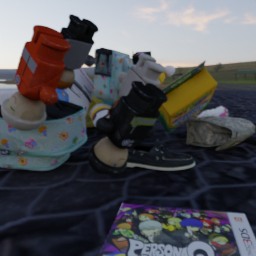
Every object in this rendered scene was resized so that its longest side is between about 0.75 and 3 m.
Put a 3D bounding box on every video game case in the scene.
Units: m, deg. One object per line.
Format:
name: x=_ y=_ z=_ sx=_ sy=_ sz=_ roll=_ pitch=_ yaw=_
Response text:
video game case: x=0.640 y=1.488 z=3.420 sx=1.833 sy=0.328 sz=1.661 roll=2 pitch=11 yaw=11

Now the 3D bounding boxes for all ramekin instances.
ramekin: x=-6.312 y=-1.318 z=15.119 sx=2.942 sy=1.544 sz=2.942 roll=0 pitch=11 yaw=0

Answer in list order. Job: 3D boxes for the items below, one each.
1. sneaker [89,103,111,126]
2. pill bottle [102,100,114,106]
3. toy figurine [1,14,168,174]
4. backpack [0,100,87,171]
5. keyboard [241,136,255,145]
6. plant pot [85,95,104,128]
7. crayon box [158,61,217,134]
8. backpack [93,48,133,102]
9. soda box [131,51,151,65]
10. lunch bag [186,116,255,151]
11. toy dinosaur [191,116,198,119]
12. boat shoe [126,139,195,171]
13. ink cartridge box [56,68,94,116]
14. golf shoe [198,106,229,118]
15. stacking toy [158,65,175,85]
sneaker: x=0.002 y=-0.079 z=10.450 sx=2.906 sy=1.089 sz=1.309 roll=3 pitch=35 yaw=-35
pill bottle: x=-0.363 y=-1.213 z=12.388 sx=1.288 sy=1.288 sz=2.325 roll=-11 pitch=47 yaw=-46
toy figurine: x=-0.786 y=-0.766 z=6.059 sx=2.997 sy=2.085 sz=2.951 roll=27 pitch=28 yaw=-8
backpack: x=-2.155 y=0.098 z=6.976 sx=2.241 sy=1.718 sz=1.970 roll=-3 pitch=13 yaw=16
keyboard: x=4.403 y=0.494 z=9.134 sx=0.980 sy=0.209 sz=1.632 roll=1 pitch=8 yaw=-33
plant pot: x=-1.950 y=-0.603 z=11.917 sx=1.520 sy=1.520 sz=1.430 roll=6 pitch=28 yaw=27
crayon box: x=1.817 y=-0.830 z=8.955 sx=1.704 sy=0.699 sz=2.711 roll=-34 pitch=-17 yaw=-1
backpack: x=-0.510 y=-1.861 z=10.292 sx=1.421 sy=1.854 sz=1.630 roll=18 pitch=13 yaw=19
soda box: x=0.531 y=-1.713 z=9.289 sx=0.548 sy=1.549 sz=0.491 roll=4 pitch=31 yaw=23
lunch bag: x=2.925 y=0.145 z=8.823 sx=1.388 sy=0.995 sz=1.692 roll=-8 pitch=9 yaw=-40
toy dinosaur: x=2.980 y=-0.645 z=14.681 sx=2.158 sy=0.628 sz=1.091 roll=10 pitch=-3 yaw=10
boat shoe: x=0.617 y=0.613 z=7.075 sx=2.108 sy=0.699 sz=0.788 roll=3 pitch=11 yaw=17
ink cartridge box: x=-2.203 y=-1.253 z=10.284 sx=0.957 sy=1.643 sz=2.272 roll=-15 pitch=40 yaw=26
golf shoe: x=3.520 y=-0.272 z=11.546 sx=1.280 sy=1.053 sz=2.796 roll=-10 pitch=3 yaw=15
stacking toy: x=1.154 y=-2.295 z=12.717 sx=2.071 sy=1.513 sz=1.513 roll=-18 pitch=10 yaw=2
